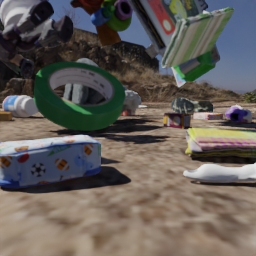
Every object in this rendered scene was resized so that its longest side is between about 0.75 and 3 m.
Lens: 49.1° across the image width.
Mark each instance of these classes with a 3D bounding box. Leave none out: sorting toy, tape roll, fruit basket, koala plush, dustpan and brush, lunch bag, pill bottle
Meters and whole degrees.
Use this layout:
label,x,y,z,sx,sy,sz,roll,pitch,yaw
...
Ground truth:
label,x,y,z,sx,sy,sz,roll,pitch,yaw
sorting toy,-0.495,-3.217,7.110,1.906,1.145,0.782,24,-18,-34
tape roll,-1.359,-0.978,7.982,2.510,0.603,2.510,12,41,-10
fruit basket,2.090,-2.718,9.701,0.944,2.013,1.865,-4,-19,-43
koala plush,-0.906,-1.205,10.477,2.525,2.320,2.239,10,1,-29
dustpan and brush,1.509,0.395,2.790,1.834,0.525,1.280,8,7,8
lunch bag,-0.875,0.330,3.175,1.151,0.435,0.922,-4,5,-22
pill bottle,-4.735,-0.965,12.452,1.718,0.964,0.964,4,8,40
pill bottle,-3.018,-3.435,8.244,1.337,1.337,2.233,-2,49,-18

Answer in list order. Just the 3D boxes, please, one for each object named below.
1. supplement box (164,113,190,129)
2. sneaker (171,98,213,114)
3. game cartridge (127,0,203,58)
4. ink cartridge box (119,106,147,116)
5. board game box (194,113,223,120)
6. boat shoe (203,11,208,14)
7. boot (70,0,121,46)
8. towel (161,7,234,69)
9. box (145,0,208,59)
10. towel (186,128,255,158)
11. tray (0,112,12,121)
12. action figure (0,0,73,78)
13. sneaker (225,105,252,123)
label,x,y,z,sx,sy,sz,roll,pitch,yaw
supplement box,1.425,-0.223,8.214,0.322,0.415,0.752,-5,8,-41
sneaker,3.308,-0.992,14.424,2.179,0.846,0.940,11,-2,26
game cartridge,0.820,-2.561,5.867,1.464,2.200,0.450,-41,15,-30
ink cartridge box,-0.153,-0.848,13.673,1.947,0.490,1.061,4,7,25
board game box,3.273,-0.478,11.434,0.950,0.220,0.720,-4,8,-36
boat shoe,2.870,-3.653,11.933,0.926,2.571,0.881,-22,51,-29
boot,-0.983,-3.276,8.522,1.479,1.571,0.538,6,43,39
towel,1.314,-1.745,5.383,1.441,0.221,1.075,-27,-22,-31
box,1.518,-3.154,8.928,1.706,0.424,1.693,-51,14,-31
towel,2.216,0.252,4.538,2.587,0.295,1.858,2,6,9
tray,-5.407,-0.431,10.646,1.707,0.316,0.842,-1,6,-14
action figure,-2.747,-2.116,6.770,2.858,0.992,1.860,-10,-33,34
sneaker,3.888,-0.496,10.184,0.602,0.581,1.442,-6,7,-5
